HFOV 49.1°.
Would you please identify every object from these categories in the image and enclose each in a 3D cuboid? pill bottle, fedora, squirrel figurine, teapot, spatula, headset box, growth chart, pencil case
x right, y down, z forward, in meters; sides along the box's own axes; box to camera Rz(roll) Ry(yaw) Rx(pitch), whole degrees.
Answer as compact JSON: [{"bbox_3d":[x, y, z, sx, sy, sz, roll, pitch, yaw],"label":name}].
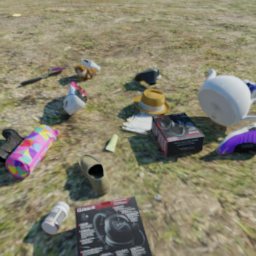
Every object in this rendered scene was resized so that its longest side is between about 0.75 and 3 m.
[{"bbox_3d":[-1.888,2.358,7.374,0.446,0.446,0.770,10,34,15],"label":"pill bottle"},{"bbox_3d":[1.082,-1.228,12.245,1.698,0.692,1.698,10,34,-7],"label":"fedora"},{"bbox_3d":[-2.283,-3.096,15.210,1.077,0.816,1.153,-16,40,-33],"label":"squirrel figurine"},{"bbox_3d":[4.001,-1.225,11.033,1.610,2.204,2.176,-38,16,-16],"label":"teapot"},{"bbox_3d":[-4.534,-2.838,15.119,2.828,0.291,0.799,-35,18,-36],"label":"spatula"},{"bbox_3d":[5.829,-1.775,13.278,0.703,0.703,1.215,-8,34,-12],"label":"pill bottle"},{"bbox_3d":[1.787,0.259,10.240,1.405,0.729,1.888,-8,33,-11],"label":"headset box"},{"bbox_3d":[0.571,-0.253,11.519,1.219,0.149,1.685,17,37,24],"label":"growth chart"},{"bbox_3d":[-0.400,2.625,6.616,1.585,0.822,2.130,-9,34,-9],"label":"headset box"},{"bbox_3d":[-3.193,0.718,9.433,0.927,0.927,2.099,8,37,12],"label":"pencil case"}]

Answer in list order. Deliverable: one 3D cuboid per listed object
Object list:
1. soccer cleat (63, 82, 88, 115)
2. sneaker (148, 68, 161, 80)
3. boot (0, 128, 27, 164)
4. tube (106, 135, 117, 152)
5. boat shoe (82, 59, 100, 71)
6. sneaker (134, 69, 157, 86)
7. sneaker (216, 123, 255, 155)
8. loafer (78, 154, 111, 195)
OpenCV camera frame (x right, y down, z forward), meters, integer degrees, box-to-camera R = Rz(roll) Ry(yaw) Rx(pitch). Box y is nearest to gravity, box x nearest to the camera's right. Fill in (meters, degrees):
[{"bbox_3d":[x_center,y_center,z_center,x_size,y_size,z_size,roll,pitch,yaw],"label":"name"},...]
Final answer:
[{"bbox_3d":[-2.477,-1.335,12.491,1.111,0.899,2.574,-43,22,5],"label":"soccer cleat"},{"bbox_3d":[1.101,-2.959,15.121,1.338,0.610,0.519,-4,34,-4],"label":"sneaker"},{"bbox_3d":[-4.301,0.642,9.860,1.503,0.520,1.309,19,38,22],"label":"boot"},{"bbox_3d":[-0.566,0.564,10.275,0.232,0.208,0.800,-13,32,24],"label":"tube"},{"bbox_3d":[-2.214,-3.687,16.328,1.380,0.451,0.508,23,43,28],"label":"boat shoe"},{"bbox_3d":[0.856,-2.471,14.394,0.538,0.765,1.440,12,-17,-42],"label":"sneaker"},{"bbox_3d":[4.082,0.582,9.812,1.981,0.689,0.985,-24,60,-17],"label":"sneaker"},{"bbox_3d":[-1.054,1.313,8.779,0.682,0.605,1.793,-19,38,-26],"label":"loafer"}]
